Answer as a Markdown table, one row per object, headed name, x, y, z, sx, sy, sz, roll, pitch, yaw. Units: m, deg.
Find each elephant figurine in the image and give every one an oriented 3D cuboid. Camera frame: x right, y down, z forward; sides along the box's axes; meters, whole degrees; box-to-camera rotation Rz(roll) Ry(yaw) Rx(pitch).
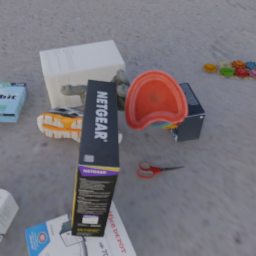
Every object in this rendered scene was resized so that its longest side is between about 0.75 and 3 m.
| name | x | y | z | sx | sy | sz | roll | pitch | yaw |
| --- | --- | --- | --- | --- | --- | --- | --- | --- | --- |
| elephant figurine | -0.734 | -0.814 | 7.973 | 1.794 | 1.269 | 1.392 | -26 | 84 | 3 |

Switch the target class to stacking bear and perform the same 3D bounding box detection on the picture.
| name | x | y | z | sx | sy | sz | roll | pitch | yaw |
| --- | --- | --- | --- | --- | --- | --- | --- | --- | --- |
| stacking bear | 0.865 | -0.512 | 6.883 | 1.336 | 2.200 | 1.251 | -11 | 80 | 17 |

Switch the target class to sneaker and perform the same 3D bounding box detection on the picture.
| name | x | y | z | sx | sy | sz | roll | pitch | yaw |
| --- | --- | --- | --- | --- | --- | --- | --- | --- | --- |
| sneaker | -1.393 | -0.122 | 8.497 | 2.607 | 1.020 | 1.007 | 16 | 36 | 10 |

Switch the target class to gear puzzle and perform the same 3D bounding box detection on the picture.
| name | x | y | z | sx | sy | sz | roll | pitch | yaw |
| --- | --- | --- | --- | --- | --- | --- | --- | --- | --- |
| gear puzzle | 4.093 | -2.394 | 11.035 | 2.271 | 0.297 | 1.176 | 5 | 47 | 4 |

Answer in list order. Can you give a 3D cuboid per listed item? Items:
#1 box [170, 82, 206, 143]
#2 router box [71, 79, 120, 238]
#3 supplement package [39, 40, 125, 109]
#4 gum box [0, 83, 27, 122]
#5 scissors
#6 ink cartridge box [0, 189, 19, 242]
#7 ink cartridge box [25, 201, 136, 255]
| name | x | y | z | sx | sy | sz | roll | pitch | yaw |
| --- | --- | --- | --- | --- | --- | --- | --- | --- | --- |
| box | 1.673 | -0.493 | 8.706 | 0.804 | 1.114 | 1.501 | -10 | 47 | -8 |
| router box | -0.694 | 0.557 | 5.937 | 0.696 | 2.096 | 2.666 | 6 | 38 | -9 |
| supplement package | -1.527 | -1.826 | 9.664 | 2.589 | 1.519 | 1.514 | -12 | 48 | -11 |
| gum box | -4.347 | -0.894 | 9.369 | 1.525 | 0.400 | 1.795 | 0 | 41 | -7 |
| scissors | 0.917 | 1.217 | 7.754 | 1.380 | 0.096 | 0.505 | 8 | 48 | -5 |
| ink cartridge box | -3.625 | 2.317 | 6.295 | 1.396 | 0.805 | 1.924 | 10 | 48 | 9 |
| ink cartridge box | -1.007 | 2.589 | 5.983 | 1.974 | 0.848 | 1.446 | -18 | 50 | -17 |
